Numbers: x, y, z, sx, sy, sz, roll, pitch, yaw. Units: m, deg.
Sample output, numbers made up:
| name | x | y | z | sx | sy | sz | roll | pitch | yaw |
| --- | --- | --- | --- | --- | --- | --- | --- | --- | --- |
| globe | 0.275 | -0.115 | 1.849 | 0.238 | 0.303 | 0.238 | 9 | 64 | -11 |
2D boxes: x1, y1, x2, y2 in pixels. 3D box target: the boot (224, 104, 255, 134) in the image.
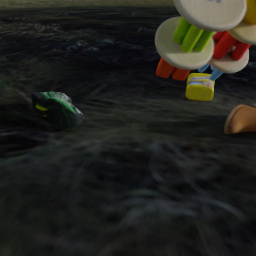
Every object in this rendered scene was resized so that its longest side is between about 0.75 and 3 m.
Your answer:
| name | x | y | z | sx | sy | sz | roll | pitch | yaw |
| --- | --- | --- | --- | --- | --- | --- | --- | --- | --- |
| boot | 3.925 | -0.095 | 7.956 | 2.137 | 0.787 | 1.653 | -21 | 35 | -32 |

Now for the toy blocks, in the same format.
| name | x | y | z | sx | sy | sz | roll | pitch | yaw |
| --- | --- | --- | --- | --- | --- | --- | --- | --- | --- |
| toy blocks | 1.317 | -1.339 | 4.555 | 2.072 | 2.487 | 0.903 | -23 | 75 | -15 |

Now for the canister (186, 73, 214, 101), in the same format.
| name | x | y | z | sx | sy | sz | roll | pitch | yaw |
| --- | --- | --- | --- | --- | --- | --- | --- | --- | --- |
| canister | 2.808 | -1.600 | 10.910 | 1.067 | 0.622 | 1.436 | 7 | 31 | 12 |

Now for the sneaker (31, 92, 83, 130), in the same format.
| name | x | y | z | sx | sy | sz | roll | pitch | yaw |
| --- | --- | --- | --- | --- | --- | --- | --- | --- | --- |
| sneaker | -2.138 | -0.720 | 8.915 | 1.057 | 0.968 | 2.482 | -21 | 35 | -34 |
